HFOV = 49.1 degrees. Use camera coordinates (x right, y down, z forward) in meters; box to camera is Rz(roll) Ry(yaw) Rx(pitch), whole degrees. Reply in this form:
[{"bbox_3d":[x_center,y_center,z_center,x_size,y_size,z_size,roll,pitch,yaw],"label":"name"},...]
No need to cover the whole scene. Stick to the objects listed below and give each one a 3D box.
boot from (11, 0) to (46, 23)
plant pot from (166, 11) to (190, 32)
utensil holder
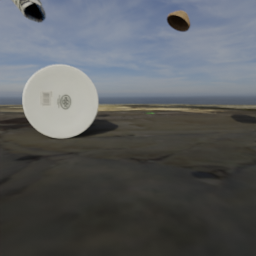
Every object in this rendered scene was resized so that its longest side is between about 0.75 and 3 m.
[{"bbox_3d":[-2.606,-3.305,6.679,0.718,0.933,1.952,-33,-13,9],"label":"boot"},{"bbox_3d":[2.008,-4.200,10.819,0.960,0.443,0.960,27,-9,5],"label":"plant pot"},{"bbox_3d":[-1.745,-0.694,7.068,1.767,1.767,2.080,-2,8,-19],"label":"utensil holder"}]
